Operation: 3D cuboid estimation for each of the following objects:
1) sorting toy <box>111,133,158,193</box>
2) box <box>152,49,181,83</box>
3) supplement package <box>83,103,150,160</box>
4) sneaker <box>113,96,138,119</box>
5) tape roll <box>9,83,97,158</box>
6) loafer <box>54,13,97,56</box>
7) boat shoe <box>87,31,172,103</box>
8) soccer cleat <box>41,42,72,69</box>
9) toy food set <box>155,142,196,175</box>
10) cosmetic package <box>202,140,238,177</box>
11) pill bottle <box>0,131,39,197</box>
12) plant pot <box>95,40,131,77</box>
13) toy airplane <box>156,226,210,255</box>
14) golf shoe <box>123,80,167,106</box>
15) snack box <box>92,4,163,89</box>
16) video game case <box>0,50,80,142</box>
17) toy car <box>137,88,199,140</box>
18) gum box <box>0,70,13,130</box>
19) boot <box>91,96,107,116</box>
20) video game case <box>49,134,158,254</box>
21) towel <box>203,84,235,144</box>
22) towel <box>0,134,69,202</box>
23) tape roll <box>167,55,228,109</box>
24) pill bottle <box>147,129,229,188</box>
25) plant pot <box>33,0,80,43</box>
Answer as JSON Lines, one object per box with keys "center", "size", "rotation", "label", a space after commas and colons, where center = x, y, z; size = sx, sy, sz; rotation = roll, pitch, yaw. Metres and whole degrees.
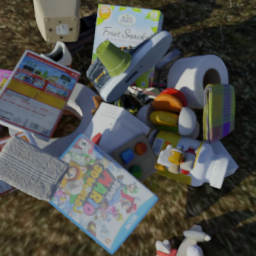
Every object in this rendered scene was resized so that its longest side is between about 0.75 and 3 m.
{"center": [0.358, 1.061, 7.297], "size": [1.166, 0.210, 1.566], "rotation": [-30, 99, -28], "label": "sorting toy"}
{"center": [1.379, -2.199, 10.291], "size": [1.224, 0.969, 0.296], "rotation": [-40, 66, -21], "label": "box"}
{"center": [-0.531, 0.457, 7.685], "size": [1.159, 1.144, 1.911], "rotation": [19, 77, 53], "label": "supplement package"}
{"center": [0.076, -0.353, 8.923], "size": [0.562, 0.639, 1.510], "rotation": [-26, 75, -38], "label": "sneaker"}
{"center": [-2.163, -0.079, 8.973], "size": [2.959, 0.978, 2.959], "rotation": [0, 58, -1], "label": "tape roll"}
{"center": [-1.837, -3.975, 11.349], "size": [1.037, 0.908, 2.884], "rotation": [30, 64, 27], "label": "loafer"}
{"center": [-0.046, -1.986, 7.907], "size": [2.567, 0.908, 1.165], "rotation": [-42, 69, 8], "label": "boat shoe"}
{"center": [-3.063, -1.929, 9.983], "size": [0.968, 1.201, 2.820], "rotation": [29, 62, 17], "label": "soccer cleat"}
{"center": [1.133, 0.598, 6.413], "size": [0.764, 1.600, 0.720], "rotation": [19, 74, 3], "label": "toy food set"}
{"center": [2.702, 0.918, 8.643], "size": [0.686, 0.493, 1.216], "rotation": [-21, 60, -12], "label": "cosmetic package"}
{"center": [-3.318, 1.059, 6.815], "size": [2.342, 1.314, 1.314], "rotation": [-24, 61, -24], "label": "pill bottle"}
{"center": [-0.426, -1.780, 6.970], "size": [0.752, 0.715, 0.752], "rotation": [-27, 44, 29], "label": "plant pot"}
{"center": [1.421, 3.190, 6.831], "size": [1.640, 1.162, 1.647], "rotation": [-5, 40, -15], "label": "toy airplane"}
{"center": [0.388, -1.197, 9.520], "size": [1.861, 0.718, 0.820], "rotation": [5, 77, 21], "label": "golf shoe"}
{"center": [-0.069, -2.488, 8.709], "size": [1.925, 0.772, 2.282], "rotation": [11, 102, 12], "label": "snack box"}
{"center": [-2.675, -0.991, 8.240], "size": [1.783, 0.218, 2.494], "rotation": [23, 62, -9], "label": "video game case"}
{"center": [1.296, -0.432, 8.531], "size": [1.680, 1.920, 1.440], "rotation": [7, 77, 23], "label": "toy car"}
{"center": [-4.891, -0.795, 9.477], "size": [1.476, 0.860, 2.600], "rotation": [10, 59, 6], "label": "gum box"}
{"center": [-0.905, -0.692, 8.376], "size": [0.789, 0.303, 0.613], "rotation": [-13, 71, -48], "label": "boot"}
{"center": [-0.745, 1.562, 6.691], "size": [2.426, 0.216, 1.736], "rotation": [40, 86, -1], "label": "video game case"}
{"center": [2.767, -0.508, 8.421], "size": [0.259, 1.633, 2.274], "rotation": [4, 11, 36], "label": "towel"}
{"center": [-1.974, 0.824, 5.687], "size": [1.381, 0.238, 0.915], "rotation": [30, 66, -5], "label": "towel"}
{"center": [2.282, -1.480, 9.182], "size": [1.700, 1.700, 1.168], "rotation": [-42, 27, -22], "label": "tape roll"}
{"center": [1.622, 0.915, 8.017], "size": [2.261, 1.266, 1.266], "rotation": [17, 59, 20], "label": "pill bottle"}
{"center": [-2.508, -4.028, 10.122], "size": [1.663, 1.661, 1.472], "rotation": [-6, 60, -13], "label": "plant pot"}
